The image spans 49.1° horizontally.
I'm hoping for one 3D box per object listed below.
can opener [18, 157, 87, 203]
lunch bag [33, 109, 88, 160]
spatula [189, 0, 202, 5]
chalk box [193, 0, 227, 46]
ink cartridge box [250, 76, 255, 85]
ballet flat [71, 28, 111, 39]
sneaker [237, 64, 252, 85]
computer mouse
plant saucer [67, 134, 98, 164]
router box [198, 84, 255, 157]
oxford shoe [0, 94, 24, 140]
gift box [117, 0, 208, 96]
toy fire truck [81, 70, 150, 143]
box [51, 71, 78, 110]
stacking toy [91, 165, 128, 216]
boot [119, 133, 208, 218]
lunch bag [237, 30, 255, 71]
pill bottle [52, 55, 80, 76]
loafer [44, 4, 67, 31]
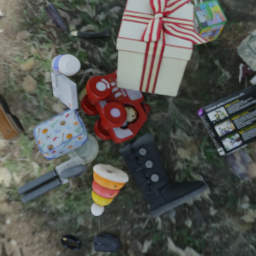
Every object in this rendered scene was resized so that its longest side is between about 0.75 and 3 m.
[{"bbox_3d":[-2.824,1.891,10.418,2.708,0.900,0.713,-28,79,-1],"label":"can opener"},{"bbox_3d":[-2.531,0.184,10.678,1.954,0.738,1.565,-27,56,-7],"label":"lunch bag"},{"bbox_3d":[2.954,-5.128,12.069,0.714,0.083,1.027,-16,103,1],"label":"spatula"},{"bbox_3d":[3.140,-4.306,11.226,1.075,1.736,1.080,-18,79,-4],"label":"chalk box"},{"bbox_3d":[6.079,-1.879,11.445,1.509,0.333,1.537,-40,83,-9],"label":"ink cartridge box"},{"bbox_3d":[-1.536,-3.953,11.707,1.659,0.551,0.471,-4,109,-12],"label":"ballet flat"},{"bbox_3d":[4.793,-2.173,11.460,0.524,0.343,0.907,10,79,11],"label":"sneaker"},{"bbox_3d":[-1.355,4.167,10.144,2.231,0.380,0.654,1,79,1],"label":"computer mouse"},{"bbox_3d":[-1.796,0.786,10.889,1.251,0.314,1.251,0,78,0],"label":"plant saucer"},{"bbox_3d":[4.409,-0.350,10.928,2.683,0.685,2.001,-24,79,-5],"label":"router box"},{"bbox_3d":[-5.171,-0.712,10.917,0.942,0.943,2.643,-33,81,-1],"label":"oxford shoe"},{"bbox_3d":[1.153,-3.095,10.170,2.963,2.766,2.734,4,57,0],"label":"gift box"},{"bbox_3d":[-0.349,-0.913,10.745,2.324,1.552,2.768,-23,76,-26],"label":"toy fire truck"},{"bbox_3d":[-2.448,-1.450,10.727,0.281,1.065,1.366,-26,46,-33],"label":"box"},{"bbox_3d":[-0.872,2.358,10.255,1.330,1.330,1.821,20,96,4],"label":"stacking toy"},{"bbox_3d":[1.292,1.507,10.489,2.373,0.945,2.880,-25,75,-7],"label":"boot"},{"bbox_3d":[5.240,-3.262,10.790,1.224,1.473,1.757,49,45,-4],"label":"lunch bag"},{"bbox_3d":[-2.406,-2.433,10.906,0.798,1.424,0.798,-7,105,-29],"label":"pill bottle"},{"bbox_3d":[-3.106,-4.644,11.995,0.463,0.528,1.470,-34,73,12],"label":"loafer"}]
